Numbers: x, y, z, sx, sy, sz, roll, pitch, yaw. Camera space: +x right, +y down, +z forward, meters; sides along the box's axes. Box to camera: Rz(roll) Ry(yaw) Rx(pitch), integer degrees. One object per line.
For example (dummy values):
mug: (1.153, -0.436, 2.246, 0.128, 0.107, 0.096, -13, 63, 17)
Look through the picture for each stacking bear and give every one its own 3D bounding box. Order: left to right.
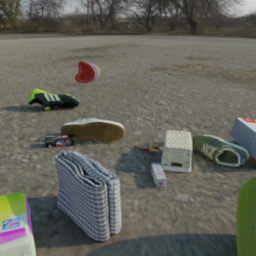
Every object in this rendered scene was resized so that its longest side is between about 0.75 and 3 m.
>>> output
stacking bear: (-1.262, -1.873, 9.403, 0.654, 0.698, 1.149, 17, 18, 3)

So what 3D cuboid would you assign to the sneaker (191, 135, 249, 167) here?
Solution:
sneaker: (3.012, 0.781, 9.517, 2.000, 0.671, 0.898, 18, 25, 28)

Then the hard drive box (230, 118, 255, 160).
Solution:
hard drive box: (4.838, 0.461, 9.821, 1.594, 0.785, 2.045, 6, 23, -13)

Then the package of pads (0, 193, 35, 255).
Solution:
package of pads: (-3.278, 2.343, 5.935, 2.347, 0.801, 1.814, -10, 26, -20)

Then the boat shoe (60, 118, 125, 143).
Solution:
boat shoe: (-1.336, -0.018, 11.040, 2.549, 0.902, 0.883, 3, 25, 9)

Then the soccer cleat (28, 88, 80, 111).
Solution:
soccer cleat: (-3.728, -1.268, 14.080, 2.528, 0.853, 1.024, 11, 59, 1)

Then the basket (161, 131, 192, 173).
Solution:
basket: (1.634, 0.738, 9.406, 0.955, 0.869, 1.409, 4, 24, 8)

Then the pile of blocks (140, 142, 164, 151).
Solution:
pile of blocks: (0.834, 0.707, 10.121, 0.433, 0.328, 1.055, 23, -17, -38)

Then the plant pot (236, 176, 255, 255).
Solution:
plant pot: (2.835, 2.279, 4.970, 2.083, 2.083, 2.226, 12, 39, 25)

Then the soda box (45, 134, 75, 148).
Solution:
soda box: (-2.561, 0.494, 10.585, 1.068, 0.338, 0.378, -4, 26, -8)

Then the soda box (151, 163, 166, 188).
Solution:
soda box: (0.919, 1.432, 8.549, 0.289, 0.311, 0.910, -3, 24, -6)

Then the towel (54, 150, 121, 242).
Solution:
towel: (-1.043, 1.553, 6.717, 0.844, 1.634, 1.973, -25, 34, -36)
